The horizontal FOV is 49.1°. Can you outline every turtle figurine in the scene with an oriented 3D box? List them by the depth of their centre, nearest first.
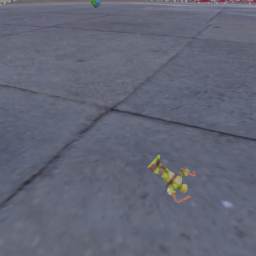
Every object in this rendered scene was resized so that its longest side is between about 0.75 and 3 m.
[{"bbox_3d":[0.568,0.631,3.653,0.615,0.246,0.763,42,36,8],"label":"turtle figurine"}]

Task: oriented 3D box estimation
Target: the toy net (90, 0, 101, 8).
[{"bbox_3d":[-1.202,-4.337,8.415,0.261,1.349,0.708,-15,10,28],"label":"toy net"}]
